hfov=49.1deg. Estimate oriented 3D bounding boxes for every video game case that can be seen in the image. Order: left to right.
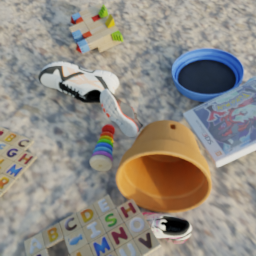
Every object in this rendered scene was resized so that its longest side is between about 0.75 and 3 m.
[{"bbox_3d":[3.353,-0.267,8.576,2.696,0.310,2.457,-26,40,4],"label":"video game case"}]

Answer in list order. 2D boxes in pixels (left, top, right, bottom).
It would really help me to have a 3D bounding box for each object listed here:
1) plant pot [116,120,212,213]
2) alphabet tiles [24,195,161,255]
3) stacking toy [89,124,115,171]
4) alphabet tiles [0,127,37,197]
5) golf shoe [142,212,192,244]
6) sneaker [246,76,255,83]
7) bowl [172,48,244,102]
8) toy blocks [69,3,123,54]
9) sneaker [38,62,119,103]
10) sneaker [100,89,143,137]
[{"bbox_3d":[0.967,0.914,7.462,2.346,2.346,1.642,8,41,6],"label":"plant pot"},{"bbox_3d":[-0.842,2.906,6.516,2.932,0.111,2.451,-27,42,-11],"label":"alphabet tiles"},{"bbox_3d":[-0.727,0.531,8.730,0.681,0.681,1.594,5,46,4],"label":"stacking toy"},{"bbox_3d":[-4.313,1.077,8.268,2.446,0.093,2.940,20,45,14],"label":"alphabet tiles"},{"bbox_3d":[0.609,2.432,7.065,1.965,0.905,0.713,1,54,2],"label":"golf shoe"},{"bbox_3d":[4.339,-0.435,9.053,1.948,1.187,2.983,-19,54,-15],"label":"sneaker"},{"bbox_3d":[2.927,-1.981,10.465,2.573,0.505,2.573,-4,52,5],"label":"bowl"},{"bbox_3d":[-1.587,-4.116,11.904,1.872,1.369,2.739,-26,60,-4],"label":"toy blocks"},{"bbox_3d":[-1.850,-1.539,9.962,2.913,1.074,1.165,8,55,6],"label":"sneaker"},{"bbox_3d":[-0.168,-0.437,7.568,0.611,0.575,1.493,-32,84,-46],"label":"sneaker"}]
